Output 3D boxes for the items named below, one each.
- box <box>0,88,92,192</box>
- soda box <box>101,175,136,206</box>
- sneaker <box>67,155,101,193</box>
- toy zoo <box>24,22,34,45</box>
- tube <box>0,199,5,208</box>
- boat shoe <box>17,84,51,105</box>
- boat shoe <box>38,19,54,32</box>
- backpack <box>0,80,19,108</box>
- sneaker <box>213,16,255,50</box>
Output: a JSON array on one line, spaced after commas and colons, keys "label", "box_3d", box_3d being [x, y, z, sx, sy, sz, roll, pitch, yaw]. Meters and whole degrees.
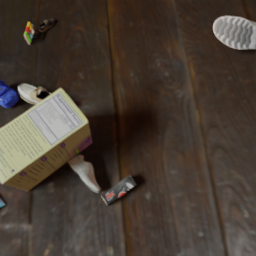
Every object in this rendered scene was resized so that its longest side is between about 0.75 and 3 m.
[{"label": "box", "box_3d": [-2.593, 0.483, 8.505, 2.727, 2.399, 1.319, -37, 79, -13]}, {"label": "soda box", "box_3d": [-0.295, 2.030, 9.040, 1.136, 0.360, 0.402, -34, 73, -12]}, {"label": "sneaker", "box_3d": [-1.341, 1.478, 9.189, 0.601, 0.527, 1.500, -38, 72, -17]}, {"label": "toy zoo", "box_3d": [-4.012, -3.890, 11.390, 0.084, 0.537, 0.818, 6, 68, 4]}, {"label": "tube", "box_3d": [-4.510, 2.669, 8.845, 1.161, 0.293, 0.450, -42, 82, -21]}, {"label": "boat shoe", "box_3d": [-3.177, -1.166, 10.109, 1.860, 0.636, 0.695, 28, 47, 8]}, {"label": "boat shoe", "box_3d": [-3.408, -4.329, 11.702, 0.295, 0.291, 0.793, 37, 72, 14]}, {"label": "backpack", "box_3d": [-4.540, -1.202, 10.159, 0.945, 0.793, 0.768, 39, 80, 11]}, {"label": "sneaker", "box_3d": [4.774, -3.650, 11.102, 2.949, 1.102, 1.209, 17, 28, 1]}]
